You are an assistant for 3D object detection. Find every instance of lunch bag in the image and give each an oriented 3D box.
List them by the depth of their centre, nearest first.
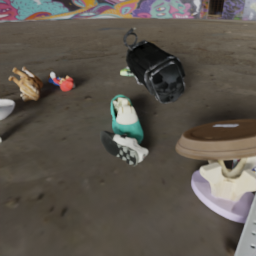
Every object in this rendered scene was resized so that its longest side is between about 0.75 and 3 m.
[{"bbox_3d":[3.257,0.952,7.202,1.050,0.787,1.238,13,35,24],"label":"lunch bag"}]

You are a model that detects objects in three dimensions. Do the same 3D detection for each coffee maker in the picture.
[{"bbox_3d":[0.978,-2.669,12.303,2.730,1.914,2.842,33,12,-30],"label":"coffee maker"}]

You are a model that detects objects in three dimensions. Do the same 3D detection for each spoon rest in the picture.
[{"bbox_3d":[-4.801,-0.493,9.925,1.482,0.904,2.984,-10,29,-18],"label":"spoon rest"}]

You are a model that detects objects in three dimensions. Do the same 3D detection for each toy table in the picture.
[{"bbox_3d":[2.253,1.166,6.399,1.687,1.074,1.835,-17,33,-35],"label":"toy table"}]

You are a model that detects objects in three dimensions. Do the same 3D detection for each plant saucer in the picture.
[{"bbox_3d":[2.623,0.219,7.358,2.800,0.412,2.800,-11,9,2],"label":"plant saucer"}]

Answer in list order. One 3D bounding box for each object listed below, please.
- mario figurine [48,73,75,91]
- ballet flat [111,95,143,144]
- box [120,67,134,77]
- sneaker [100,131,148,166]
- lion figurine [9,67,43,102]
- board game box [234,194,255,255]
[{"bbox_3d":[-3.186,-2.322,13.640,1.576,0.835,0.973,21,33,38],"label":"mario figurine"},{"bbox_3d":[-0.148,-0.436,9.688,0.943,0.986,2.801,-8,28,-9],"label":"ballet flat"},{"bbox_3d":[0.399,-3.164,15.925,1.410,0.256,1.018,9,28,19],"label":"box"},{"bbox_3d":[-0.128,0.519,8.294,1.646,0.610,0.728,32,40,32],"label":"sneaker"},{"bbox_3d":[-4.471,-2.068,12.969,1.576,0.933,2.574,34,19,-8],"label":"lion figurine"},{"bbox_3d":[3.595,2.317,4.904,2.959,0.383,2.960,16,30,29],"label":"board game box"}]
